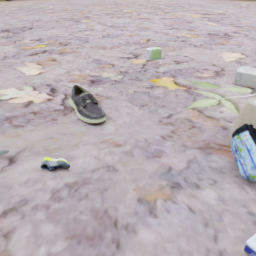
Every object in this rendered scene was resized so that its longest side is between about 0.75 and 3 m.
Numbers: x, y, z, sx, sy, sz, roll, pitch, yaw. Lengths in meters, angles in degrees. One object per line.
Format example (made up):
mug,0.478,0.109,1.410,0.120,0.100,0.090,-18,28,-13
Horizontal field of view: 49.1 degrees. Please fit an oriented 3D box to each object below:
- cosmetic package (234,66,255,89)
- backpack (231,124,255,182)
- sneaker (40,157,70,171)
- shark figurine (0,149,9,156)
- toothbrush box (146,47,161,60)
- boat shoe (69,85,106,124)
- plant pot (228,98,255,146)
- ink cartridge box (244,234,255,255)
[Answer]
cosmetic package,5.427,-2.041,11.682,1.684,0.599,0.886,21,36,32
backpack,2.886,0.639,6.546,0.979,0.922,1.200,23,33,-53
sneaker,-1.811,0.944,6.946,0.775,0.286,0.314,2,36,18
shark figurine,-3.621,1.118,6.411,0.843,1.206,2.019,29,15,0
toothbrush box,1.378,-3.998,15.084,0.772,0.562,0.332,-13,33,-22
boat shoe,-1.466,-0.839,9.508,0.808,0.715,2.206,-19,35,-29
plant pot,3.482,-0.117,7.694,1.224,1.307,1.224,0,30,0
ink cartridge box,2.913,2.163,4.814,1.277,0.276,1.253,-18,35,-31
